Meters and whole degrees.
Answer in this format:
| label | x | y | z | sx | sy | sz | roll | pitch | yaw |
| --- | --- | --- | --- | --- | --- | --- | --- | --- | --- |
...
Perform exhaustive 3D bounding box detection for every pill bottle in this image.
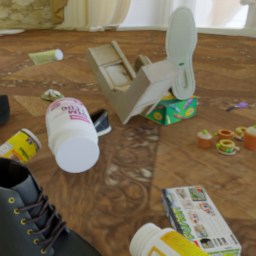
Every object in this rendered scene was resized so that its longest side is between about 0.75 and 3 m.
| label | x | y | z | sx | sy | sz | roll | pitch | yaw |
| --- | --- | --- | --- | --- | --- | --- | --- | --- | --- |
| pill bottle | -1.405 | 0.135 | 6.951 | 1.142 | 1.142 | 2.014 | -8 | 31 | -17 |
| pill bottle | 0.746 | 2.048 | 4.035 | 0.833 | 0.833 | 1.525 | -21 | 33 | -38 |
| pill bottle | -2.756 | 0.645 | 6.726 | 0.675 | 0.675 | 1.236 | 20 | 53 | 36 |

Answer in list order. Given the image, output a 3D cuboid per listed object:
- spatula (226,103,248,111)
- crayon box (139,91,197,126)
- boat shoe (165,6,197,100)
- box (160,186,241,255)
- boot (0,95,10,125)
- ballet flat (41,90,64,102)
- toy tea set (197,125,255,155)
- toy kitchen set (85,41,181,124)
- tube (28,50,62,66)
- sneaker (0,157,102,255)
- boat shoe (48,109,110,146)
| label | x | y | z | sx | sy | sz | roll | pitch | yaw |
| --- | --- | --- | --- | --- | --- | --- | --- | --- | --- |
| spatula | 4.229 | -0.816 | 11.006 | 1.142 | 0.117 | 0.323 | -16 | 28 | -30 |
| crayon box | 1.051 | -1.025 | 10.635 | 1.578 | 0.774 | 2.658 | -18 | 31 | -33 |
| boat shoe | 1.638 | -2.452 | 9.331 | 1.049 | 2.920 | 0.987 | -6 | 19 | -9 |
| box | 1.275 | 1.745 | 5.315 | 0.930 | 0.293 | 1.690 | -4 | 25 | -8 |
| boot | -5.084 | -0.386 | 9.215 | 1.743 | 0.976 | 2.520 | -5 | 24 | 0 |
| ballet flat | -3.162 | -1.357 | 11.751 | 1.416 | 0.500 | 0.500 | 21 | 32 | 38 |
| toy tea set | 2.994 | 0.196 | 8.116 | 1.954 | 0.723 | 1.162 | -8 | 26 | -16 |
| toy kitchen set | 0.429 | -2.100 | 8.880 | 2.233 | 2.470 | 2.737 | -23 | 75 | -28 |
| tube | -2.304 | -1.961 | 7.773 | 1.056 | 0.306 | 0.274 | -2 | 5 | 30 |
| sneaker | -1.259 | 1.493 | 4.049 | 2.507 | 1.331 | 0.937 | 26 | 28 | 6 |
| boat shoe | -1.471 | 0.020 | 8.512 | 0.789 | 0.743 | 2.197 | 24 | 36 | 38 |
